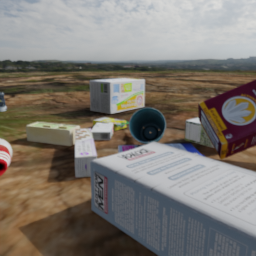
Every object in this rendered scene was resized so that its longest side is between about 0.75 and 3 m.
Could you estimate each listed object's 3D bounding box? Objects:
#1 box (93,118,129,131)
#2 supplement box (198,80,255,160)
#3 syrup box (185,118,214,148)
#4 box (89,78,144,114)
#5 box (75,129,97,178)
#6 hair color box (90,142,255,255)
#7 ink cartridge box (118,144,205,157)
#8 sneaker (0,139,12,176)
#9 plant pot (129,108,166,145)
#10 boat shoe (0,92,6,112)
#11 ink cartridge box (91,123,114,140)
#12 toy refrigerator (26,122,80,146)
[{"bbox_3d":[-0.580,-0.130,9.667,1.137,0.275,0.667,8,15,37],"label":"box"},{"bbox_3d":[2.905,-0.323,6.512,2.197,1.212,0.941,-23,-30,3],"label":"supplement box"},{"bbox_3d":[2.361,0.165,7.784,0.622,0.602,1.528,-12,19,-40],"label":"syrup box"},{"bbox_3d":[-0.440,-1.528,12.865,1.254,1.392,2.475,11,18,38],"label":"box"},{"bbox_3d":[-1.051,0.510,6.723,0.449,0.480,2.319,-3,14,-10],"label":"box"},{"bbox_3d":[0.919,1.044,3.731,1.448,0.887,2.925,-12,20,-41],"label":"hair color box"},{"bbox_3d":[0.842,0.704,6.099,2.096,0.440,1.251,1,14,-4],"label":"ink cartridge box"},{"bbox_3d":[-3.474,0.650,5.348,2.308,0.904,1.333,-7,14,-21],"label":"sneaker"},{"bbox_3d":[0.477,0.040,6.484,0.813,0.813,0.764,3,-15,11],"label":"plant pot"},{"bbox_3d":[-6.481,-1.148,12.431,1.927,0.875,0.682,-5,15,-21],"label":"boat shoe"},{"bbox_3d":[-0.780,0.099,8.696,0.597,0.276,1.096,0,15,3],"label":"ink cartridge box"},{"bbox_3d":[-2.161,0.140,8.078,1.465,0.512,0.556,6,15,20],"label":"toy refrigerator"}]
